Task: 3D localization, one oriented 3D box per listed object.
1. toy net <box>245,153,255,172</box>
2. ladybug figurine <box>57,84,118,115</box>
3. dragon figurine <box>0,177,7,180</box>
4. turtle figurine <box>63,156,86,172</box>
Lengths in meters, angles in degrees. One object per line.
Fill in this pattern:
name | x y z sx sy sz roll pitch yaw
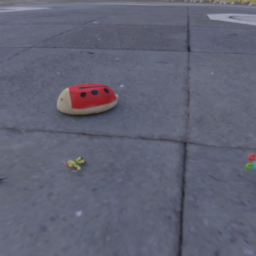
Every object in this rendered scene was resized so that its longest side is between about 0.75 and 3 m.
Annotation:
toy net | 3.979 0.700 8.393 0.708 1.349 0.261 17 11 -7
ladybug figurine | -1.815 -1.362 12.590 2.776 0.999 1.885 -9 32 -15
dragon figurine | -4.085 1.574 8.486 0.822 0.242 0.409 9 32 15
turtle figurine | -1.734 1.134 9.194 0.763 0.246 0.615 22 34 40
